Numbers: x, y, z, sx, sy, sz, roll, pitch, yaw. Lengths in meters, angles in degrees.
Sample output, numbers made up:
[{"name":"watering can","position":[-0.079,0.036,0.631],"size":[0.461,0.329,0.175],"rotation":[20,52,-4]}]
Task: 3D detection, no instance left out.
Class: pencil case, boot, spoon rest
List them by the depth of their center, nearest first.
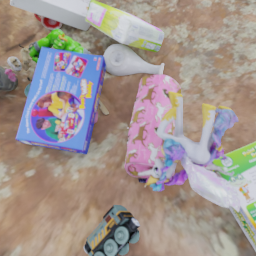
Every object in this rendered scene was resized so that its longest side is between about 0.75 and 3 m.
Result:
[{"name":"pencil case","position":[0.690,-0.062,7.188],"size":[1.170,1.223,2.826],"rotation":[-1,58,18]},{"name":"boot","position":[-4.216,-1.442,7.383],"size":[2.043,0.815,2.247],"rotation":[22,18,2]},{"name":"spoon rest","position":[0.153,-1.988,8.691],"size":[1.972,0.598,0.980],"rotation":[18,95,12]}]

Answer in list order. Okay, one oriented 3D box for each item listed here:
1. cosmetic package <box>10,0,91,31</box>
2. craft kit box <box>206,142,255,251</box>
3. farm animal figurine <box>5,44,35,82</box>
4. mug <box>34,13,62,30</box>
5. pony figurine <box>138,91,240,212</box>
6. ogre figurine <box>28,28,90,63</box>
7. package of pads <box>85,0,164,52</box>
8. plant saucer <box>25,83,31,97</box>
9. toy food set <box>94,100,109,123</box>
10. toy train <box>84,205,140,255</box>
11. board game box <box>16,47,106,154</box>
[{"name":"cosmetic package","position":[-2.424,-4.145,9.142],"size":[2.579,0.653,1.064],"rotation":[7,64,-36]},{"name":"craft kit box","position":[3.861,1.562,6.513],"size":[2.967,0.720,2.930],"rotation":[-19,63,-12]},{"name":"farm animal figurine","position":[-2.882,-1.715,8.222],"size":[1.311,0.659,1.059],"rotation":[22,86,-31]},{"name":"mug","position":[-2.773,-4.144,10.045],"size":[0.865,1.151,1.296],"rotation":[16,55,-36]},{"name":"pony figurine","position":[1.367,0.521,5.663],"size":[2.017,1.740,2.089],"rotation":[17,104,7]},{"name":"ogre figurine","position":[-2.050,-2.191,8.525],"size":[1.278,1.046,2.131],"rotation":[-53,53,8]},{"name":"package of pads","position":[-0.148,-3.171,8.682],"size":[1.663,0.734,2.152],"rotation":[-3,35,-46]},{"name":"plant saucer","position":[-2.550,-1.064,8.308],"size":[0.965,0.173,0.965],"rotation":[3,46,-3]},{"name":"toy food set","position":[-1.334,-0.366,7.905],"size":[1.473,0.232,0.936],"rotation":[-29,61,-17]},{"name":"toy train","position":[-0.358,2.263,5.779],"size":[1.395,0.594,0.795],"rotation":[-51,52,12]},{"name":"board game box","position":[-1.718,-0.748,7.499],"size":[1.756,0.585,2.612],"rotation":[10,76,4]}]
